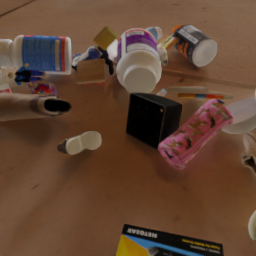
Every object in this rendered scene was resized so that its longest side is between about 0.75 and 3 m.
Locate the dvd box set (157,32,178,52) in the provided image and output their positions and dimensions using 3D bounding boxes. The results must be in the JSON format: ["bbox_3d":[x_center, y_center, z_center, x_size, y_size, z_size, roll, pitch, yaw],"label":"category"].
[{"bbox_3d":[1.534,-3.478,11.964,1.266,0.186,0.926,-39,27,23],"label":"dvd box set"}]

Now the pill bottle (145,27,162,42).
[{"bbox_3d":[1.000,-4.357,13.273,1.307,0.711,0.711,-32,50,-32],"label":"pill bottle"}]

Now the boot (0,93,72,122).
[{"bbox_3d":[-2.974,-0.640,8.162,1.800,0.865,2.461,3,10,37],"label":"boot"}]

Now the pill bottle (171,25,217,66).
[{"bbox_3d":[2.712,-3.687,12.116,1.205,1.205,2.269,-14,42,-16],"label":"pill bottle"}]

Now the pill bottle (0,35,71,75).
[{"bbox_3d":[-3.508,-2.797,10.727,2.567,1.441,1.441,0,40,-9],"label":"pill bottle"}]

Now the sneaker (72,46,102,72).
[{"bbox_3d":[-1.737,-2.618,11.171,1.475,0.596,0.852,-10,51,40],"label":"sneaker"}]

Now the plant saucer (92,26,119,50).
[{"bbox_3d":[-0.871,-3.536,11.142,0.837,0.203,0.837,-46,63,2],"label":"plant saucer"}]

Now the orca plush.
[{"bbox_3d":[-0.927,-3.058,11.964,1.330,0.899,2.528,29,36,-39],"label":"orca plush"}]

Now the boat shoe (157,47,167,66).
[{"bbox_3d":[1.235,-2.466,9.708,0.292,0.824,0.286,-23,59,9],"label":"boat shoe"}]

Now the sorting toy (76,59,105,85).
[{"bbox_3d":[-1.391,-2.070,10.655,1.057,0.368,1.050,-5,60,2],"label":"sorting toy"}]

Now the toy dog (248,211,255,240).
[{"bbox_3d":[3.605,2.157,5.034,2.269,1.633,2.340,-11,41,5],"label":"toy dog"}]

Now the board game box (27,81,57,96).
[{"bbox_3d":[-2.849,-1.208,9.300,0.856,1.083,0.211,3,69,-6],"label":"board game box"}]

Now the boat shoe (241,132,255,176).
[{"bbox_3d":[3.301,0.767,7.383,0.624,0.633,1.786,-15,37,7],"label":"boat shoe"}]

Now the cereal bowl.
[{"bbox_3d":[3.400,-0.275,8.372,1.453,0.605,1.453,-26,19,10],"label":"cereal bowl"}]

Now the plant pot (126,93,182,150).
[{"bbox_3d":[0.829,-0.317,8.154,1.297,1.294,1.150,27,31,37],"label":"plant pot"}]

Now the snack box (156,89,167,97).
[{"bbox_3d":[0.794,-0.838,9.238,0.201,0.629,1.083,47,51,-2],"label":"snack box"}]

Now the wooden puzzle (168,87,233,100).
[{"bbox_3d":[2.287,-1.043,8.891,1.586,0.295,1.467,5,3,-43],"label":"wooden puzzle"}]

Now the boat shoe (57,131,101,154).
[{"bbox_3d":[-1.280,0.407,7.630,0.443,0.534,1.487,-5,7,30],"label":"boat shoe"}]

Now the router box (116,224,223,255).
[{"bbox_3d":[0.718,2.713,5.166,1.973,0.504,1.472,8,41,9],"label":"router box"}]

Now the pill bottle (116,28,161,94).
[{"bbox_3d":[0.367,-2.426,10.332,1.593,1.593,2.832,-1,41,-1],"label":"pill bottle"}]

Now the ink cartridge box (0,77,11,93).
[{"bbox_3d":[-4.272,-0.995,9.217,0.860,0.856,1.184,-17,43,-18],"label":"ink cartridge box"}]

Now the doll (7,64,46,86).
[{"bbox_3d":[-3.534,-1.824,9.706,1.282,0.875,0.311,-8,45,-43],"label":"doll"}]

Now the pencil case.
[{"bbox_3d":[1.811,0.162,7.498,2.189,0.947,0.906,-39,72,-16],"label":"pencil case"}]
